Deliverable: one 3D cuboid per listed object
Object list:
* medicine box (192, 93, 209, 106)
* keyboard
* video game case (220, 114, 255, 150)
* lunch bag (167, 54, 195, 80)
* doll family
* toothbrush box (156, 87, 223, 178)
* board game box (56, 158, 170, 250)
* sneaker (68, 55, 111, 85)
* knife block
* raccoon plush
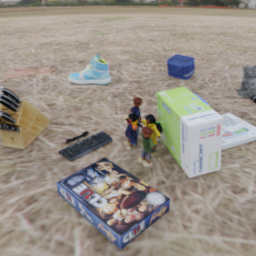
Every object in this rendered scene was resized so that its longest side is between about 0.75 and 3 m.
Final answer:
[{"bbox_3d":[2.461,-0.837,12.203,1.579,0.813,1.438,-7,29,-12],"label":"medicine box"},{"bbox_3d":[-1.659,0.530,10.328,1.282,0.208,2.017,25,36,38],"label":"keyboard"},{"bbox_3d":[3.863,0.077,11.090,2.179,0.258,1.983,-13,31,-22],"label":"video game case"},{"bbox_3d":[3.174,-3.682,17.170,1.729,1.144,1.174,26,54,38],"label":"lunch bag"},{"bbox_3d":[0.446,-0.003,9.806,1.099,1.619,2.800,-15,31,-26],"label":"doll family"},{"bbox_3d":[1.930,0.036,9.305,1.136,1.922,2.639,-13,30,-8],"label":"toothbrush box"},{"bbox_3d":[-0.460,1.850,7.584,1.791,0.458,2.644,-25,37,-38],"label":"board game box"},{"bbox_3d":[-2.249,-3.372,16.052,2.482,1.621,0.987,1,29,2],"label":"sneaker"},{"bbox_3d":[-3.963,-0.621,10.088,0.890,2.441,2.781,7,29,11],"label":"knife block"},{"bbox_3d":[6.478,-2.213,13.984,1.108,1.534,2.290,-12,31,-22],"label":"raccoon plush"}]
